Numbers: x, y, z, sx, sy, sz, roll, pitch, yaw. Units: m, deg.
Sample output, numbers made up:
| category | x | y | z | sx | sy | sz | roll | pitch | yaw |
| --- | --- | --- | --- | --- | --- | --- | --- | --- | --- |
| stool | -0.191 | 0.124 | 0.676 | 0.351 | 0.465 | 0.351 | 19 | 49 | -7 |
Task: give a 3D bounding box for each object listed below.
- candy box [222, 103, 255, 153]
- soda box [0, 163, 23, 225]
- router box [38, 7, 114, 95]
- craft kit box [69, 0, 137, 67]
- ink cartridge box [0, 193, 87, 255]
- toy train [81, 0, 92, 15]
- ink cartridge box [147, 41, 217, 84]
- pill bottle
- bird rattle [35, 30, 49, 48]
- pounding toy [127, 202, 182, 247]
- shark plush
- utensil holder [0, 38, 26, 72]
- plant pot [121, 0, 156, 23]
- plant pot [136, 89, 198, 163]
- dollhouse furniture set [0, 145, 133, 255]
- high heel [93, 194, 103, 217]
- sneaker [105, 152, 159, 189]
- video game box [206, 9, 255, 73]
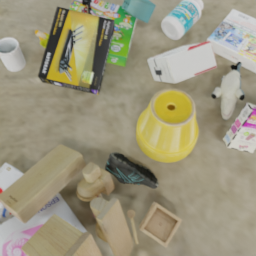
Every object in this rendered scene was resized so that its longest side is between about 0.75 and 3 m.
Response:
| category | x | y | z | sx | sy | sz | roll | pitch | yaw |
| --- | --- | --- | --- | --- | --- | --- | --- | --- | --- |
| candy box | 3.413 | 0.033 | 7.846 | 0.915 | 1.342 | 0.409 | 13 | 34 | -15 |
| soda box | -3.608 | 2.217 | 7.261 | 0.801 | 0.857 | 2.516 | 27 | 64 | 15 |
| router box | -1.668 | -2.544 | 9.333 | 1.974 | 0.656 | 2.511 | 12 | 82 | -2 |
| craft kit box | -1.107 | -3.720 | 10.606 | 2.627 | 0.637 | 2.595 | 12 | 64 | -1 |
| ink cartridge box | -2.069 | 2.925 | 6.803 | 2.108 | 0.465 | 2.147 | -30 | 61 | -32 |
| toy train | -1.508 | -4.109 | 10.064 | 0.376 | 0.280 | 1.640 | 4 | 78 | -22 |
| ink cartridge box | 1.641 | -2.087 | 9.005 | 1.446 | 2.004 | 0.839 | -22 | 106 | -7 |
| pill bottle | 2.120 | -4.232 | 10.678 | 0.943 | 0.943 | 1.703 | 37 | 75 | 19 |
| bird rattle | -2.890 | -3.223 | 10.181 | 0.925 | 1.135 | 0.639 | 32 | 100 | -3 |
| pounding toy | 0.516 | 2.456 | 7.175 | 1.252 | 0.573 | 1.100 | 33 | 80 | 5 |
| shark plush | 3.285 | -1.326 | 9.130 | 0.963 | 0.882 | 2.119 | -4 | 54 | 24 |
| utensil holder | -4.130 | -2.574 | 9.926 | 0.788 | 0.928 | 0.788 | 0 | 61 | 0 |
| plant pot | 0.323 | -4.347 | 10.073 | 0.981 | 0.693 | 0.693 | 2 | 38 | -39 |
| plant pot | 1.169 | -0.161 | 8.079 | 1.859 | 1.749 | 1.859 | 0 | 61 | 1 |
| dollhouse furniture set | -1.396 | 2.411 | 7.030 | 2.773 | 2.260 | 2.637 | 18 | 48 | 35 |
| high heel | -0.970 | 1.920 | 7.756 | 0.521 | 0.366 | 1.087 | -7 | 67 | 23 |
| sneaker | 0.100 | 1.318 | 7.996 | 1.635 | 0.648 | 0.617 | 31 | 19 | 0 |
| video game box | 4.451 | -3.277 | 10.545 | 2.339 | 0.548 | 2.131 | 33 | 63 | 17 |
